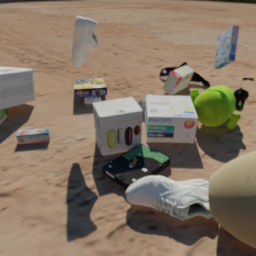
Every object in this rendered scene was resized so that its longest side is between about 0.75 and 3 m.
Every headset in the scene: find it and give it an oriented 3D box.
[{"bbox_3d":[4.000,-1.142,9.687,0.558,1.187,0.733,10,7,35],"label":"headset"}]

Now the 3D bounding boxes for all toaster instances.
[{"bbox_3d":[1.062,-1.089,13.001,0.788,0.693,1.220,21,39,24],"label":"toaster"}]

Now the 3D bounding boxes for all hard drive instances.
[{"bbox_3d":[0.302,1.290,9.462,1.387,0.376,1.986,26,41,36],"label":"hard drive"}]

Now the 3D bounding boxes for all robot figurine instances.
[{"bbox_3d":[3.657,-0.936,11.756,2.269,1.496,2.586,36,32,18],"label":"robot figurine"}]

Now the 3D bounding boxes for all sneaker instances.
[{"bbox_3d":[1.209,1.987,7.861,2.598,0.914,1.041,1,35,0],"label":"sneaker"},{"bbox_3d":[-1.553,-3.032,10.341,0.940,2.125,0.799,7,55,-10],"label":"sneaker"}]

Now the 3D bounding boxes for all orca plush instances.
[{"bbox_3d":[3.188,-3.110,15.877,2.981,1.060,1.569,27,41,36],"label":"orca plush"}]

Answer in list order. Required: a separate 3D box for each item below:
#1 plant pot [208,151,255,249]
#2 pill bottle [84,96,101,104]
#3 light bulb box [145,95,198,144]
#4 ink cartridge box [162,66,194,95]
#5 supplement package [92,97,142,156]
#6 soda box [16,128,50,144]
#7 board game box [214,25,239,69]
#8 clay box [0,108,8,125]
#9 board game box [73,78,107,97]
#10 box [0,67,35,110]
[{"bbox_3d":[3.010,1.779,7.061,1.695,2.524,2.524,-5,26,31],"label":"plant pot"},{"bbox_3d":[-1.731,-1.357,13.686,0.754,0.410,0.410,3,32,4],"label":"pill bottle"},{"bbox_3d":[1.657,-0.386,11.355,1.917,1.207,1.934,1,32,2],"label":"light bulb box"},{"bbox_3d":[2.663,-2.524,14.784,0.641,1.115,1.537,41,48,22],"label":"ink cartridge box"},{"bbox_3d":[-0.398,-0.073,10.446,1.579,1.652,1.215,-10,33,-14],"label":"supplement package"},{"bbox_3d":[-3.708,0.320,10.973,1.229,0.420,0.391,-5,32,-9],"label":"soda box"},{"bbox_3d":[3.785,-3.081,10.857,0.286,1.312,1.318,7,-2,-7],"label":"board game box"},{"bbox_3d":[-6.500,-0.515,12.249,2.048,0.487,1.177,1,32,2],"label":"clay box"},{"bbox_3d":[-1.992,-2.120,14.499,1.609,0.411,2.375,-5,21,-8],"label":"board game box"},{"bbox_3d":[-5.996,-1.886,12.840,2.386,1.560,2.374,8,18,21],"label":"box"}]
